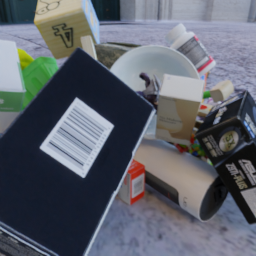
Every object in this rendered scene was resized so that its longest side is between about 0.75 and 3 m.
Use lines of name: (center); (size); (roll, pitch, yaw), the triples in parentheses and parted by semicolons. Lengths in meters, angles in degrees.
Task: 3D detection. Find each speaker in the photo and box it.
speaker: (0.926, 0.983, 6.865); (1.203, 1.203, 2.963); (-21, 34, -36)

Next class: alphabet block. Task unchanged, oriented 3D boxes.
alphabet block: (-1.968, -3.500, 9.356); (1.624, 1.594, 1.586); (-12, 52, 9)

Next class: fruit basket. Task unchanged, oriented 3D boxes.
fruit basket: (-3.960, -2.007, 10.587); (2.668, 2.668, 1.924); (3, 12, 6)

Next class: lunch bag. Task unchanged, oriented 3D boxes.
lunch bag: (-0.207, -2.007, 8.645); (1.771, 1.234, 1.485); (18, 27, 32)

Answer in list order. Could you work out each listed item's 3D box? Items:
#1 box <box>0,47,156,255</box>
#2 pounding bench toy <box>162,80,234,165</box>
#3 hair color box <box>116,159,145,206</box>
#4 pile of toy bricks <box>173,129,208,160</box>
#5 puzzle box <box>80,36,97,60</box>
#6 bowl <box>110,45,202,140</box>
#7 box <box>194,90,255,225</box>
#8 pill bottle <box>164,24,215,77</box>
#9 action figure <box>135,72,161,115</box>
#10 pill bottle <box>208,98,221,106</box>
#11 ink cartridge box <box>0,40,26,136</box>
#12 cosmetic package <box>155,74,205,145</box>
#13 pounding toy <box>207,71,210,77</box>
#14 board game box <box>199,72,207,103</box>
box: (-1.328, 0.630, 4.706); (1.697, 2.691, 2.738); (37, 53, -13)
pounding bench toy: (1.797, -0.284, 7.907); (1.949, 2.499, 1.553); (23, 36, 36)
hair color box: (-0.363, 1.073, 6.989); (0.535, 0.928, 1.673); (-24, 35, -37)
pile of toy bricks: (1.698, 0.467, 6.410); (1.231, 0.683, 0.608); (25, 35, -16)
puzzle box: (-0.870, -1.500, 7.162); (0.243, 1.271, 1.911); (-14, 6, -2)
bowl: (0.603, -0.799, 7.121); (2.326, 2.326, 1.045); (0, -7, 1)
box: (2.502, 0.537, 5.816); (0.927, 2.152, 1.762); (-29, 6, 35)
pill bottle: (1.554, -1.956, 7.222); (0.757, 1.368, 0.757); (-38, 4, 3)
action figure: (-0.006, -0.684, 6.419); (2.646, 0.918, 1.722); (-2, -19, -22)
pill bottle: (3.590, -1.023, 11.577); (0.569, 0.569, 1.013); (9, 28, 17)
ink cartridge box: (-3.202, -0.515, 6.445); (1.089, 2.490, 1.809); (-1, 48, -31)
cosmetic package: (0.994, -0.313, 5.645); (0.803, 1.526, 0.542); (11, 57, 11)
pounding toy: (3.455, -3.069, 15.648); (2.350, 1.348, 1.344); (5, -2, -10)
board game box: (1.674, -1.544, 10.824); (2.143, 2.145, 2.143); (14, 29, 25)
